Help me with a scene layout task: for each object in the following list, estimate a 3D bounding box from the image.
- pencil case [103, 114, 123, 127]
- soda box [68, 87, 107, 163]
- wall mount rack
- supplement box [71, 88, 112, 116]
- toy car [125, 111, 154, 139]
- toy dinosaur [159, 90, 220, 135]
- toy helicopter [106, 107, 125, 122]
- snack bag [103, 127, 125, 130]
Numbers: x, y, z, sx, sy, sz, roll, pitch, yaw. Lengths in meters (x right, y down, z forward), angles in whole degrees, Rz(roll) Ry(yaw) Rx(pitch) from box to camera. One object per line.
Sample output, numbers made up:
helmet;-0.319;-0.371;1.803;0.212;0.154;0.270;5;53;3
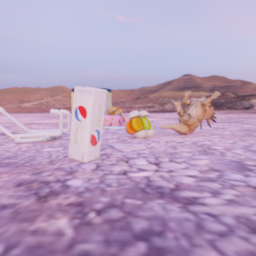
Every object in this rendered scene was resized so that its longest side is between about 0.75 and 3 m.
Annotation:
pencil case;-0.984;-0.340;13.161;1.470;0.636;0.609;2;4;25
soda box;-0.696;-0.063;4.805;0.394;1.238;0.421;13;11;27
wall mount rack;-2.948;-0.158;8.176;2.319;0.995;2.669;0;3;-4
supplement box;-2.109;-1.271;16.378;2.044;2.042;1.372;1;4;14
toy car;0.298;-0.046;8.579;0.717;0.837;0.956;-27;-13;36
toy dinosaur;2.196;-0.350;9.433;2.436;1.651;1.046;-41;53;-18
toy helicopter;-0.950;-0.621;14.623;1.446;0.863;2.187;-26;-11;-8
snack bag;-0.512;0.019;11.988;1.001;0.107;0.943;4;5;37
